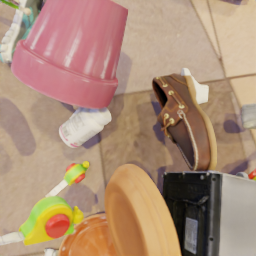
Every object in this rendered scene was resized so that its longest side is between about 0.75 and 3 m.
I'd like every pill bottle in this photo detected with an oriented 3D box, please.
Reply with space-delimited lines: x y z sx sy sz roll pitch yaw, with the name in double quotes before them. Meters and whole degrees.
"pill bottle" -1.039 -0.085 6.881 1.198 0.679 0.679 -34 80 19

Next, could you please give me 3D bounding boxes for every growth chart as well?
"growth chart" -3.707 -3.650 6.466 1.918 2.650 0.235 27 89 18

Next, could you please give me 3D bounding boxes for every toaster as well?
"toaster" 1.591 2.069 5.447 1.477 2.250 2.488 9 78 -13

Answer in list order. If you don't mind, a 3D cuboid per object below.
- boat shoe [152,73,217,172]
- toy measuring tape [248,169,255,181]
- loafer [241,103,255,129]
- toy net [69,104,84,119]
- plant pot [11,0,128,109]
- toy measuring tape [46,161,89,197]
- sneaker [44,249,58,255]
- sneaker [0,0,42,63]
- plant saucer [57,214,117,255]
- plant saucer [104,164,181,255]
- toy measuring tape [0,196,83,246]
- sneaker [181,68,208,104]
"boat shoe" 1.172 -0.203 6.492 1.035 1.036 2.944 1 42 -8
"toy measuring tape" 3.401 1.075 6.577 1.943 0.715 0.715 -31 80 -21
"loafer" 3.705 -0.554 6.660 0.759 2.172 0.758 6 72 -41
"toy net" -1.586 -1.039 8.904 1.164 0.428 2.219 -25 82 -8
"plant pot" -1.097 -1.875 6.132 2.365 2.365 2.116 27 110 5
"toy measuring tape" -1.810 1.545 8.296 1.638 0.603 0.603 -40 81 -7
"sneaker" -2.295 3.983 7.949 0.419 0.398 1.041 9 74 12
"sneaker" -3.109 -3.192 9.145 1.247 1.061 2.734 19 83 -12
"plant saucer" -0.649 3.806 7.923 2.678 0.432 2.678 0 78 0
"plant saucer" 0.118 2.025 5.565 0.485 2.591 2.591 -12 78 -23
"toy measuring tape" -1.958 1.848 5.589 2.425 0.892 0.892 3 76 -38
"sneaker" 2.157 -1.356 8.952 0.720 0.459 1.246 -13 89 -4
